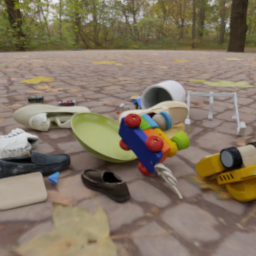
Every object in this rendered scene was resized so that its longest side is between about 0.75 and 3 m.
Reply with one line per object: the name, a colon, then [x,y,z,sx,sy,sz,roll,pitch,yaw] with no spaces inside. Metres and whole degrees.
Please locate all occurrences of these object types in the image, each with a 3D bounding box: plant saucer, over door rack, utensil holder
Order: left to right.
plant saucer: [-0.705,0.327,8.616,2.362,0.367,2.362,24,24,-12]
utensil holder: [1.632,-1.282,12.500,1.542,1.542,1.815,10,21,26]
over door rack: [3.427,-0.539,11.538,2.178,0.982,2.948,3,34,12]

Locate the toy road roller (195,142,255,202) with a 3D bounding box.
toy road roller: [2.611,1.150,6.892,1.068,1.268,1.738,-9,-15,-22]

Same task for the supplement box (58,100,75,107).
supplement box: [-3.098,-1.212,14.159,0.819,0.249,0.446,-6,21,-13]

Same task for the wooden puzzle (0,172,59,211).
wooden puzzle: [-2.574,1.523,6.765,1.807,0.211,1.219,-6,25,-15]

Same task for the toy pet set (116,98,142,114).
toy pet set: [0.275,-0.921,12.655,1.288,0.733,1.380,-12,23,-28]

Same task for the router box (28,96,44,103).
router box: [-4.938,-1.517,14.995,0.795,0.247,0.596,-4,20,-13]

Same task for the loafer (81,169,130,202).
loafer: [-0.562,1.266,6.904,1.551,0.553,0.566,15,25,36]

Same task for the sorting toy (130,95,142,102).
sorting toy: [0.451,-1.573,15.214,0.581,0.204,1.204,4,21,12]

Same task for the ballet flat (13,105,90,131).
ballet flat: [-2.899,-0.349,10.897,2.995,1.040,1.040,-5,21,-15]

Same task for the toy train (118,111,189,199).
toy train: [1.066,0.610,7.640,1.602,1.172,2.769,-19,50,-31]

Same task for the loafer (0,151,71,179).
loafer: [-2.511,0.946,7.611,1.902,0.668,0.646,-9,22,-23]

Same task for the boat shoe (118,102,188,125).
boat shoe: [1.082,-0.286,10.654,2.821,1.040,0.976,-13,25,-9]

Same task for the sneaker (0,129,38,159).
sneaker: [-3.534,0.614,8.514,0.858,0.795,2.117,13,23,11]
